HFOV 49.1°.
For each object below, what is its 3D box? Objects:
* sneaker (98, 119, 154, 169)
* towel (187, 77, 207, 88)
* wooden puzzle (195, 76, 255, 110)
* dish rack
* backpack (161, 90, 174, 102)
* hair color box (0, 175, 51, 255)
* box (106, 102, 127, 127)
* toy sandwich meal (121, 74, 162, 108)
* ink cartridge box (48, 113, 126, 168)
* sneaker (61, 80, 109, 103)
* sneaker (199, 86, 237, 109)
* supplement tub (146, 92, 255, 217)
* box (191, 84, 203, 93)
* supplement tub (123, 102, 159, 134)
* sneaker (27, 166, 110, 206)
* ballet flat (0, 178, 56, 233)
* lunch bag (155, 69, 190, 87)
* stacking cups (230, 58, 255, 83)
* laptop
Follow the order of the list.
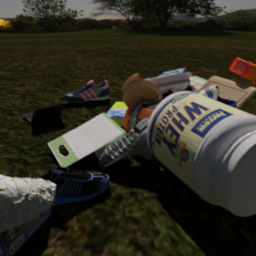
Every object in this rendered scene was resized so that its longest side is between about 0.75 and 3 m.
[{"bbox_3d":[0.171,0.721,7.937,1.928,1.113,0.723,-39,31,2],"label":"sneaker"},{"bbox_3d":[3.457,-2.675,16.581,2.512,0.294,1.916,-7,24,-20],"label":"towel"},{"bbox_3d":[3.323,-0.921,10.985,2.621,0.488,2.424,-40,32,-5],"label":"wooden puzzle"},{"bbox_3d":[1.352,-1.561,11.989,2.506,0.636,2.920,-11,-3,1],"label":"dish rack"},{"bbox_3d":[1.661,-0.579,10.401,1.409,1.131,1.540,-21,36,-37],"label":"backpack"},{"bbox_3d":[-2.956,1.594,5.693,2.391,0.775,1.307,8,27,21],"label":"hair color box"},{"bbox_3d":[-0.134,-0.522,11.093,1.231,0.481,2.019,5,22,10],"label":"box"},{"bbox_3d":[0.450,-1.164,9.755,1.513,1.513,0.518,2,41,5],"label":"toy sandwich meal"},{"bbox_3d":[-1.233,0.459,8.610,2.085,0.500,1.517,-32,39,-14],"label":"ink cartridge box"},{"bbox_3d":[-2.040,-1.778,13.440,2.388,0.979,0.838,-10,25,-28],"label":"sneaker"},{"bbox_3d":[2.965,-0.271,8.477,1.044,2.368,0.891,-37,25,33],"label":"sneaker"},{"bbox_3d":[1.961,0.466,6.611,2.114,2.114,2.916,-10,24,-23],"label":"supplement tub"},{"bbox_3d":[3.566,-1.662,13.743,0.635,0.582,1.811,0,23,1],"label":"box"},{"bbox_3d":[1.029,-0.121,9.086,2.161,1.324,1.324,12,25,25],"label":"supplement tub"},{"bbox_3d":[-1.350,1.254,6.509,1.955,0.762,0.686,-11,22,-24],"label":"sneaker"},{"bbox_3d":[-2.467,1.341,4.589,2.608,0.936,0.936,-19,28,-21],"label":"ballet flat"},{"bbox_3d":[2.197,-2.334,14.488,1.465,1.098,1.723,-6,25,37],"label":"lunch bag"},{"bbox_3d":[5.383,-1.979,11.111,2.729,0.826,0.826,25,25,2],"label":"stacking cups"},{"bbox_3d":[-3.417,-0.729,11.230,1.299,0.757,1.466,-18,33,-35],"label":"laptop"}]
